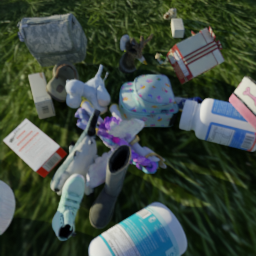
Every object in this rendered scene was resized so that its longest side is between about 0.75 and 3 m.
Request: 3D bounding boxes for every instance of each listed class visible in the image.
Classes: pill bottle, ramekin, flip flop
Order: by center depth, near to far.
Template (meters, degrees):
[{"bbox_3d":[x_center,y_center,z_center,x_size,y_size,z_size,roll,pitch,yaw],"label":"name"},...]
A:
[{"bbox_3d":[0.042,3.042,6.837,2.578,1.428,1.428,-26,53,-20],"label":"pill bottle"},{"bbox_3d":[-3.993,2.190,7.513,1.918,1.007,1.918,-12,58,20],"label":"ramekin"},{"bbox_3d":[3.178,-0.192,9.686,2.605,1.462,1.462,15,50,13],"label":"pill bottle"},{"bbox_3d":[-2.536,-2.048,11.257,1.170,0.830,2.884,28,29,-15],"label":"flip flop"}]

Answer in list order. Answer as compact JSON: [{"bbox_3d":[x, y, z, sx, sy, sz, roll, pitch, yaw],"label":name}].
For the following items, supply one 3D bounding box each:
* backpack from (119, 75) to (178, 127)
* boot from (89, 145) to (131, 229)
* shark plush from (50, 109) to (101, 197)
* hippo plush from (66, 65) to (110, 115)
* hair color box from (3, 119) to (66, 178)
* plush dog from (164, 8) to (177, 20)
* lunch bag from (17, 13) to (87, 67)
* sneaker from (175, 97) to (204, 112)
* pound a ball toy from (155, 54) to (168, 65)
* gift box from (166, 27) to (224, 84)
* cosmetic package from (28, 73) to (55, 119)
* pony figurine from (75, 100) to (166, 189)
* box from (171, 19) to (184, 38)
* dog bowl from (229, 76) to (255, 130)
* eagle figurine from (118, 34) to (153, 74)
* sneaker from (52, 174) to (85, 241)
[{"bbox_3d":[0.676,-0.963,10.311,2.073,1.589,1.822,-7,54,-4],"label":"backpack"},{"bbox_3d":[-0.459,1.634,7.580,0.722,1.989,1.809,21,55,-2],"label":"boot"},{"bbox_3d":[-1.584,0.749,8.199,1.273,2.803,1.167,6,15,-36],"label":"shark plush"},{"bbox_3d":[-1.522,-1.221,10.203,1.414,1.759,1.401,-3,36,-26],"label":"hippo plush"},{"bbox_3d":[-3.098,0.645,9.294,1.927,0.616,1.068,34,72,28],"label":"hair color box"},{"bbox_3d":[2.356,-6.328,15.817,0.711,0.664,0.827,-18,21,2],"label":"plush dog"},{"bbox_3d":[-3.233,-3.944,12.210,2.465,2.067,1.717,-3,63,8],"label":"lunch bag"},{"bbox_3d":[2.470,-0.966,10.855,1.673,0.737,0.630,19,52,18],"label":"sneaker"},{"bbox_3d":[1.453,-3.075,12.579,0.596,0.389,0.915,24,13,7],"label":"pound a ball toy"},{"bbox_3d":[2.693,-2.987,11.238,1.683,1.663,1.802,-28,96,-8],"label":"gift box"},{"bbox_3d":[-3.411,-1.291,11.039,0.621,0.918,1.746,-15,52,-15],"label":"cosmetic package"},{"bbox_3d":[-0.366,0.336,8.649,2.915,2.428,2.814,45,23,28],"label":"pony figurine"},{"bbox_3d":[2.618,-5.301,14.877,0.565,0.462,1.189,2,48,1],"label":"box"},{"bbox_3d":[4.483,-0.430,9.354,0.987,2.677,2.677,-44,50,19],"label":"dog bowl"},{"bbox_3d":[0.241,-3.103,11.766,1.391,1.384,1.834,-18,6,-16],"label":"eagle figurine"},{"bbox_3d":[-1.447,2.077,7.266,0.602,1.637,0.965,20,0,-25],"label":"sneaker"}]
